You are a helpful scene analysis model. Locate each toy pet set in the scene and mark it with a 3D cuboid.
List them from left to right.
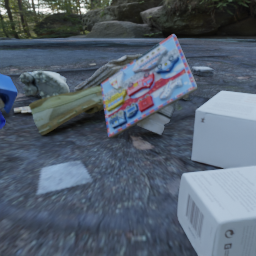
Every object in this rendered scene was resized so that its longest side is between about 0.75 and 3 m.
[{"bbox_3d":[-4.264,-1.541,8.326,1.209,2.276,2.125,-30,58,-15],"label":"toy pet set"}]

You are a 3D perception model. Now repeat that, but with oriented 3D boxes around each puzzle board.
[{"bbox_3d":[0.307,-1.002,6.540,2.306,0.201,1.738,-29,53,24],"label":"puzzle board"}]

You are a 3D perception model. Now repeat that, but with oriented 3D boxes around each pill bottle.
[{"bbox_3d":[0.753,-0.564,6.741,0.753,1.322,0.753,22,2,-1],"label":"pill bottle"}]

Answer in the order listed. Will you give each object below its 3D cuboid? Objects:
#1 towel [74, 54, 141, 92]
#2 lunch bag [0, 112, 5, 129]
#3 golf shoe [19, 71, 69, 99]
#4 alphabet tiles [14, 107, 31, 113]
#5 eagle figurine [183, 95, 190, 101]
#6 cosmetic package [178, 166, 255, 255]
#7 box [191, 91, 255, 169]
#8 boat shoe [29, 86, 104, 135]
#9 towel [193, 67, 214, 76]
[{"bbox_3d":[-0.400,-1.761,9.308,1.846,0.480,2.785,-28,1,33],"label":"towel"},{"bbox_3d":[-3.887,-0.084,4.743,2.249,1.686,2.645,-6,19,12],"label":"lunch bag"},{"bbox_3d":[-2.613,-1.593,9.690,1.333,1.073,2.741,-26,32,-36],"label":"golf shoe"},{"bbox_3d":[-3.008,-0.588,8.579,0.910,0.066,0.890,-8,16,-22],"label":"alphabet tiles"},{"bbox_3d":[1.625,-1.381,9.912,1.171,0.884,0.888,0,8,30],"label":"eagle figurine"},{"bbox_3d":[1.802,1.036,3.569,2.093,0.775,1.064,-2,21,-10],"label":"cosmetic package"},{"bbox_3d":[2.369,0.007,5.772,1.513,1.057,1.988,13,24,29],"label":"box"},{"bbox_3d":[-1.305,-0.561,7.594,0.981,0.846,2.689,-12,6,43],"label":"boat shoe"},{"bbox_3d":[3.779,-2.855,14.194,0.887,0.379,0.734,-3,23,-11],"label":"towel"}]
